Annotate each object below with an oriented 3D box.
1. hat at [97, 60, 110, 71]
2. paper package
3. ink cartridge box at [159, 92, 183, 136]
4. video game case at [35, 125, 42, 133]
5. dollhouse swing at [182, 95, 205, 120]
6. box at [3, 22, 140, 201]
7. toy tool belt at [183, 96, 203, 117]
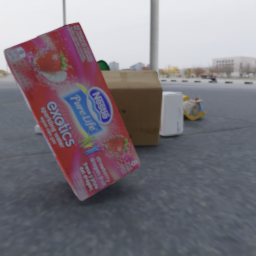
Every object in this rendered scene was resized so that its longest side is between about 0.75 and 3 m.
[{"bbox_3d":[-1.240,-1.757,9.321,1.027,1.166,0.966,-6,-30,-46],"label":"hat"},{"bbox_3d":[-0.204,-0.593,8.882,2.384,2.272,1.233,-2,36,-3],"label":"paper package"},{"bbox_3d":[1.127,-0.620,10.988,0.897,1.540,2.128,-7,11,-30],"label":"ink cartridge box"},{"bbox_3d":[-1.988,-0.131,11.759,2.833,0.336,2.578,2,11,9],"label":"video game case"},{"bbox_3d":[2.460,-0.721,14.631,1.935,1.872,2.129,40,3,-13],"label":"dollhouse swing"},{"bbox_3d":[-1.057,-0.297,5.351,1.364,2.857,1.424,-27,16,-16],"label":"box"},{"bbox_3d":[2.992,-0.979,12.415,0.866,0.880,1.409,-32,-7,19],"label":"toy tool belt"}]
